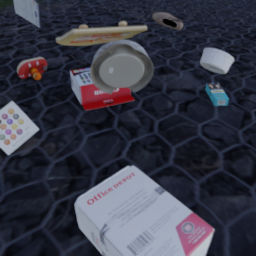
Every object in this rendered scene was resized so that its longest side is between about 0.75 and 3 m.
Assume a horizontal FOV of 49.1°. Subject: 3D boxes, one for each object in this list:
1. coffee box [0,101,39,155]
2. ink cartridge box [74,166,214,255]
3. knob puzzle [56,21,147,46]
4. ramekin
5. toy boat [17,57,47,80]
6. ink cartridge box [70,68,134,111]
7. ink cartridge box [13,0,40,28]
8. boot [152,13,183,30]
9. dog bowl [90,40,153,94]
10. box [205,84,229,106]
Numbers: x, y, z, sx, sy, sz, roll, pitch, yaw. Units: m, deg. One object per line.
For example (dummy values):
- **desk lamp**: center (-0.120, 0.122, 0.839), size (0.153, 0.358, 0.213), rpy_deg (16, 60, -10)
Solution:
- **coffee box**: center (-3.005, -0.013, 7.193), size (0.967, 0.958, 0.969), rpy_deg (-43, 15, -13)
- **ink cartridge box**: center (0.295, 2.356, 6.615), size (1.953, 1.103, 2.666), rpy_deg (-28, 45, -32)
- **knob puzzle**: center (-0.845, -2.451, 7.285), size (2.348, 0.326, 2.348), rpy_deg (-8, 11, 2)
- **ramekin**: center (3.473, -2.626, 11.106), size (1.240, 0.605, 1.240), rpy_deg (24, 4, -2)
- **toy boat**: center (-4.636, -2.772, 13.787), size (1.506, 0.983, 0.984), rpy_deg (-24, 72, -28)
- **ink cartridge box**: center (-1.110, -1.867, 12.338), size (2.364, 0.991, 2.076), rpy_deg (-15, 40, -19)
- **ink cartridge box**: center (-3.526, -4.249, 9.872), size (1.130, 1.128, 0.229), rpy_deg (33, 61, 3)
- **boot**: center (1.406, -3.978, 10.379), size (1.343, 0.472, 0.982), rpy_deg (21, 27, 14)
- **dog bowl**: center (-0.226, -1.942, 9.026), size (2.020, 2.020, 0.592), rpy_deg (-4, 54, -5)
- **box**: center (3.911, -1.486, 12.371), size (0.579, 0.346, 1.408), rpy_deg (-2, 37, -3)
